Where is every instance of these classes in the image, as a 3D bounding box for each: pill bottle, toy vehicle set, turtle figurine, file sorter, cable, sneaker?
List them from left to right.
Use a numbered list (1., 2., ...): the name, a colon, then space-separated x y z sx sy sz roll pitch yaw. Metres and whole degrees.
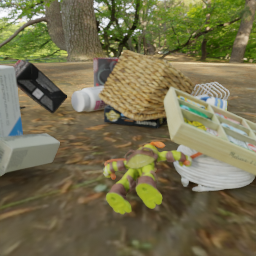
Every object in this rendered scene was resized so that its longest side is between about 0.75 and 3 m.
1. pill bottle: -1.313 -1.103 10.740 0.893 0.893 1.576 14 21 40
2. turtle figurine: 0.316 0.599 4.340 1.868 0.602 1.507 -7 22 17
3. sneaker: 2.527 -0.732 9.259 0.725 0.652 1.764 11 -3 -13
4. file sorter: 3.105 -1.197 10.680 1.302 0.811 0.904 -15 50 -41
5. cable: 1.621 0.639 5.339 1.493 0.517 1.493 -1 17 -8
6. toy vehicle set: 1.861 0.156 4.999 2.500 0.331 1.553 22 27 -10

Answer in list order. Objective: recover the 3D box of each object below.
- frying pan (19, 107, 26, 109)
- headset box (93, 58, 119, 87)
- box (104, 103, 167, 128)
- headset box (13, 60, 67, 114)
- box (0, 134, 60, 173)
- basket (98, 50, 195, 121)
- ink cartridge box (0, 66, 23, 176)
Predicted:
1. frying pan: -4.685 -0.621 10.283 0.929 0.250 1.536 12 18 34
2. headset box: -0.413 -1.986 11.930 2.604 1.938 1.006 12 19 34
3. box: 0.452 -0.618 9.661 1.805 0.522 2.271 8 18 18
4. headset box: -3.342 -1.527 9.996 0.864 1.665 2.238 -50 32 -8
5. box: -1.860 0.424 5.169 0.417 0.501 1.219 30 13 21
6. basket: 0.591 -1.123 9.129 1.860 1.942 2.607 28 3 -39
7. ink cartridge box: -3.434 0.077 4.599 1.997 2.032 2.760 4 18 14
